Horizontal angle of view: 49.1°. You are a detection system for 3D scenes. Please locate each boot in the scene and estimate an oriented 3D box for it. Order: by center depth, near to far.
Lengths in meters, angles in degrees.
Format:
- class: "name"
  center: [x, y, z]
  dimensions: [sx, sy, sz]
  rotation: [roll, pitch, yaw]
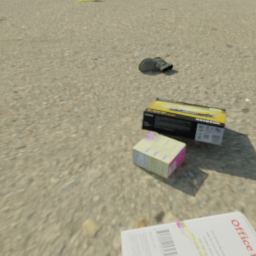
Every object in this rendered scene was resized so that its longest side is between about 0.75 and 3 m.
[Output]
- class: "boot"
  center: [1.393, -3.048, 13.815]
  dimensions: [1.617, 0.547, 1.056]
  rotation: [-24, 46, -29]

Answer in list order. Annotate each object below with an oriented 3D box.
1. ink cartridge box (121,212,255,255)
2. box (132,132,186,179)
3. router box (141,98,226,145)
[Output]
- class: "ink cartridge box"
  center: [1.224, 2.625, 4.913]
  dimensions: [2.444, 1.034, 1.766]
  rotation: [-7, 35, -8]
- class: "box"
  center: [0.886, 0.752, 8.107]
  dimensions: [1.184, 0.572, 1.041]
  rotation: [21, 40, 28]
- class: "router box"
  center: [1.879, -0.292, 9.183]
  dimensions: [2.462, 0.643, 1.936]
  rotation: [11, 22, 15]
